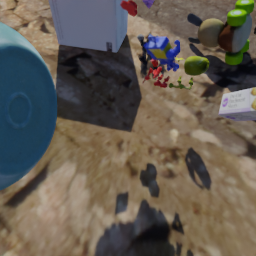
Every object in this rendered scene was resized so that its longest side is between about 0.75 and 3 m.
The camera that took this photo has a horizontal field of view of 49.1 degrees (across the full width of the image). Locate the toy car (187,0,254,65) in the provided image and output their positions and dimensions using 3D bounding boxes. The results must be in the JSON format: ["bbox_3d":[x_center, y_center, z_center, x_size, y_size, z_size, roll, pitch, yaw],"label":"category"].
[{"bbox_3d":[3.180,-3.485,10.075,2.144,1.761,1.692,16,50,29],"label":"toy car"}]

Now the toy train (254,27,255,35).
[{"bbox_3d":[4.071,-2.330,8.131,0.252,0.339,1.479,-27,75,21],"label":"toy train"}]

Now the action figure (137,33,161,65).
[{"bbox_3d":[0.815,-3.038,10.178,0.925,0.794,1.556,-1,50,13],"label":"action figure"}]

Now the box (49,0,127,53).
[{"bbox_3d":[-1.359,-4.338,10.189,2.448,2.435,1.600,11,50,9],"label":"box"}]

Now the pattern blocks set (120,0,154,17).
[{"bbox_3d":[-0.288,-3.595,6.768,0.173,2.133,1.875,-61,25,-8],"label":"pattern blocks set"}]

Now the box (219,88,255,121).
[{"bbox_3d":[2.534,-0.450,4.957,0.484,2.503,0.519,17,86,-13],"label":"box"}]

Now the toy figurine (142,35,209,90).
[{"bbox_3d":[0.709,-1.429,5.650,0.840,0.954,1.593,-50,35,-11],"label":"toy figurine"}]

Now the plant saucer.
[{"bbox_3d":[-1.864,-0.281,4.372,0.486,2.705,2.705,6,48,20],"label":"plant saucer"}]
